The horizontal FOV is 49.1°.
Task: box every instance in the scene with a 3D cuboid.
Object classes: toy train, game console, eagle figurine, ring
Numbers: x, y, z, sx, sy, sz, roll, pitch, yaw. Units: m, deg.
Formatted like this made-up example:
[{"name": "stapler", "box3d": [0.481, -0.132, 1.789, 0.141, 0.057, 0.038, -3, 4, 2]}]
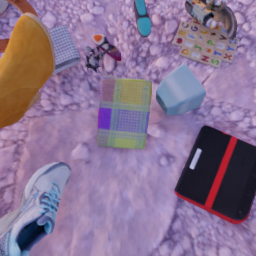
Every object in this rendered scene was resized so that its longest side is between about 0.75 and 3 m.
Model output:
[{"name": "toy train", "box3d": [2.320, -3.546, 8.432, 0.787, 0.588, 1.381, -30, 58, 2]}, {"name": "game console", "box3d": [2.383, 1.135, 7.083, 1.838, 0.322, 2.078, 24, 71, 13]}, {"name": "eagle figurine", "box3d": [2.654, -3.047, 7.779, 1.200, 0.905, 0.910, 39, 75, 4]}, {"name": "ring", "box3d": [-3.303, -2.800, 6.968, 2.167, 0.208, 2.167, 12, 60, -20]}]

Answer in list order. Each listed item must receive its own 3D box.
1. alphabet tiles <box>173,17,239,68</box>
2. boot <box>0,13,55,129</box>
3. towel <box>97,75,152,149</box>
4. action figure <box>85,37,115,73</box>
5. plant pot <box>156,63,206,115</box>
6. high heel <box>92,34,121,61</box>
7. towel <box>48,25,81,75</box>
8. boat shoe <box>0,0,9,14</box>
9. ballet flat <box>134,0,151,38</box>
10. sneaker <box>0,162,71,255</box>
[{"name": "alphabet tiles", "box3d": [2.367, -2.636, 8.532, 1.846, 0.058, 1.536, 21, 72, 7]}, {"name": "boot", "box3d": [-2.734, -0.848, 6.120, 1.052, 2.990, 2.141, 37, 51, 3]}, {"name": "towel", "box3d": [-0.105, -0.415, 7.322, 1.348, 0.214, 1.878, 5, 92, 4]}, {"name": "action figure", "box3d": [-0.909, -1.956, 7.602, 1.106, 0.565, 0.658, -40, 69, 29]}, {"name": "plant pot", "box3d": [1.300, -0.895, 7.460, 1.016, 0.995, 0.997, -30, 73, -4]}, {"name": "high heel", "box3d": [-0.646, -2.356, 8.278, 0.374, 0.533, 1.108, -42, 63, -7]}, {"name": "towel", "box3d": [-2.132, -2.153, 7.899, 1.307, 0.559, 1.082, -25, 89, -6]}, {"name": "boat shoe", "box3d": [-4.041, -4.075, 8.927, 0.474, 0.404, 1.419, 30, 74, -26]}, {"name": "ballet flat", "box3d": [0.413, -3.217, 8.325, 0.473, 0.473, 1.294, -9, 80, -3]}, {"name": "sneaker", "box3d": [-1.855, 1.817, 6.086, 1.062, 0.955, 2.460, 0, 46, 38]}]
